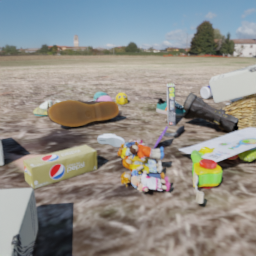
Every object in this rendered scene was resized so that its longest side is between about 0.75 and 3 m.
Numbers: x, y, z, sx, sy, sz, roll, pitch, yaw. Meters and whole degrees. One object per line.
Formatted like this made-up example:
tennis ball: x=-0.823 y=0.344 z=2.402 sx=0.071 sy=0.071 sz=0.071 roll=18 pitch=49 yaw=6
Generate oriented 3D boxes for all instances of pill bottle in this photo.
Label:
pill bottle: x=5.184 y=-2.266 z=17.321 sx=1.299 sy=0.752 sz=0.752 roll=-16 pitch=22 yaw=-28

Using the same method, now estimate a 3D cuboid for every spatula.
spatula: x=1.468 y=0.219 z=9.601 sx=0.271 sy=0.746 sz=2.639 roll=40 pitch=25 yaw=20

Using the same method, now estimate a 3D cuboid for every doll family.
doll family: x=-0.013 y=0.567 z=7.730 sx=0.548 sy=0.398 sz=0.883 roll=-14 pitch=35 yaw=41
doll family: x=0.327 y=1.058 z=6.563 sx=0.993 sy=0.721 sz=1.600 roll=7 pitch=35 yaw=-7

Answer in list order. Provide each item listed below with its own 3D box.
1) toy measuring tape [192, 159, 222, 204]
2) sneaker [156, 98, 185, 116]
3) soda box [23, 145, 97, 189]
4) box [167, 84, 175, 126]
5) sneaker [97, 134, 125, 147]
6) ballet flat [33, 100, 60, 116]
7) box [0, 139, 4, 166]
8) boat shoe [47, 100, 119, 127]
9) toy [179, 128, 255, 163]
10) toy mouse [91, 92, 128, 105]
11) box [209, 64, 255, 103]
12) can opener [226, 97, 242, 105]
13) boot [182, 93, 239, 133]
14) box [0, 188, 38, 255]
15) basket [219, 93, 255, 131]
toy measuring tape: x=1.750 y=1.130 z=6.084 sx=0.683 sy=0.683 sz=1.858 roll=3 pitch=13 yaw=10
sneaker: x=2.116 y=-0.998 z=13.244 sx=1.824 sy=0.729 sz=0.651 roll=13 pitch=20 yaw=37
soda box: x=-1.641 y=0.927 z=6.981 sx=1.732 sy=0.554 sz=0.586 roll=-13 pitch=21 yaw=-36
box: x=1.773 y=-0.966 z=11.573 sx=0.279 sy=1.605 sz=0.883 roll=-2 pitch=17 yaw=5
sneaker: x=-0.514 y=0.354 z=9.178 sx=1.049 sy=0.383 sz=0.371 roll=9 pitch=33 yaw=31
ballet flat: x=-3.408 y=-0.895 z=12.838 sx=2.313 sy=0.817 sz=0.817 roll=7 pitch=18 yaw=25
box: x=-4.253 y=0.469 z=8.057 sx=0.711 sy=0.854 sz=2.080 roll=-12 pitch=21 yaw=-36
boat shoe: x=-1.879 y=-0.587 z=11.449 sx=2.996 sy=1.055 sz=1.054 roll=-3 pitch=1 yaw=-33
toy: x=2.984 y=0.609 z=7.774 sx=2.731 sy=0.645 sz=1.572 roll=-12 pitch=11 yaw=-22
toy mouse: x=-1.313 y=-1.644 z=15.749 sx=2.587 sy=0.563 sz=2.911 roll=0 pitch=16 yaw=2
box: x=4.298 y=-1.702 z=10.059 sx=2.509 sy=0.858 sz=1.031 roll=-14 pitch=16 yaw=27
can opener: x=5.632 y=-1.277 z=13.666 sx=0.573 sy=0.718 sz=2.148 roll=12 pitch=-2 yaw=-18
boot: x=3.148 y=-0.367 z=10.656 sx=2.090 sy=0.831 sz=2.400 roll=31 pitch=-1 yaw=18
box: x=-1.753 y=1.710 z=3.714 sx=0.756 sy=0.909 sz=2.211 roll=-2 pitch=18 yaw=-9
basket: x=4.504 y=-0.828 z=11.227 sx=1.483 sy=1.548 sz=2.077 roll=13 pitch=21 yaw=37
